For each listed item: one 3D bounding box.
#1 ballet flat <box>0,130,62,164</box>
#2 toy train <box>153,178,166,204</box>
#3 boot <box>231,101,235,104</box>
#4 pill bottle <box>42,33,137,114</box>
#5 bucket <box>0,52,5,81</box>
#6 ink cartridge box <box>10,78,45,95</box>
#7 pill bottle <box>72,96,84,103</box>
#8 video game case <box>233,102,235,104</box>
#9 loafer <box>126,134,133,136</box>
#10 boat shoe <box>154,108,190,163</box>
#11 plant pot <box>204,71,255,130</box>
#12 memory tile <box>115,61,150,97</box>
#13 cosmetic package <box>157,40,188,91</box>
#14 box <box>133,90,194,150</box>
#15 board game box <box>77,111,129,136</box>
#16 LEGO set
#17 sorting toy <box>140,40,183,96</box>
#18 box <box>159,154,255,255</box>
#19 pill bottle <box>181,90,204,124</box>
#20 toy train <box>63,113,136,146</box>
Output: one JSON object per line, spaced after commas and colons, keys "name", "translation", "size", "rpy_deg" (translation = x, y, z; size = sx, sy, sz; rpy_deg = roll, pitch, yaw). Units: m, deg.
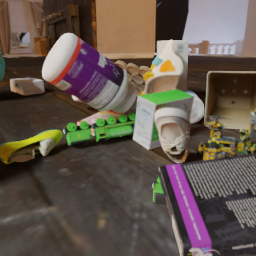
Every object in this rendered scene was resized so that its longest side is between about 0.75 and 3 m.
{"name": "ballet flat", "translation": [-2.265, 0.494, 6.782], "size": [1.632, 0.545, 0.547], "rpy_deg": [-16, 46, -34]}
{"name": "toy train", "translation": [1.289, 1.180, 4.818], "size": [1.795, 0.375, 0.506], "rpy_deg": [5, 29, 14]}
{"name": "boot", "translation": [3.780, -0.877, 10.884], "size": [0.913, 0.435, 1.180], "rpy_deg": [10, 21, 26]}
{"name": "pill bottle", "translation": [-0.912, -1.275, 7.209], "size": [2.309, 1.299, 1.299], "rpy_deg": [29, 2, -31]}
{"name": "bucket", "translation": [-6.983, -2.576, 12.286], "size": [2.895, 2.895, 1.884], "rpy_deg": [-5, 32, -14]}
{"name": "ink cartridge box", "translation": [-5.203, -2.164, 14.450], "size": [1.133, 0.664, 1.547], "rpy_deg": [-17, 23, -41]}
{"name": "pill bottle", "translation": [-1.224, -1.343, 10.955], "size": [1.731, 0.972, 0.972], "rpy_deg": [12, 9, -35]}
{"name": "video game case", "translation": [4.801, -0.704, 10.315], "size": [1.577, 0.150, 1.126], "rpy_deg": [-9, 39, -27]}
{"name": "loafer", "translation": [0.225, -0.150, 8.526], "size": [0.548, 0.533, 1.501], "rpy_deg": [12, 22, 33]}
{"name": "boat shoe", "translation": [0.941, 0.230, 5.763], "size": [0.678, 0.619, 1.883], "rpy_deg": [-2, -25, 12]}
{"name": "plant pot", "translation": [3.510, -1.034, 9.197], "size": [1.769, 1.771, 1.568], "rpy_deg": [5, 18, 18]}
{"name": "memory tile", "translation": [0.512, -1.894, 11.648], "size": [1.753, 2.287, 0.192], "rpy_deg": [20, 69, 31]}
{"name": "cosmetic package", "translation": [1.812, -2.374, 11.914], "size": [0.665, 2.576, 1.942], "rpy_deg": [-5, 18, -16]}
{"name": "box", "translation": [0.938, -0.260, 7.561], "size": [1.470, 1.297, 0.711], "rpy_deg": [-13, 31, -36]}
{"name": "board game box", "translation": [-0.722, -0.142, 8.722], "size": [1.067, 0.326, 1.408], "rpy_deg": [12, 25, 28]}
{"name": "LEGO set", "translation": [2.679, 0.172, 6.461], "size": [2.089, 1.210, 1.606], "rpy_deg": [8, 20, 24]}
{"name": "sorting toy", "translation": [1.281, -2.071, 10.196], "size": [1.194, 2.235, 2.012], "rpy_deg": [14, 61, 4]}
{"name": "box", "translation": [1.713, 1.053, 4.201], "size": [2.252, 0.407, 1.610], "rpy_deg": [-9, 30, 0]}
{"name": "pill bottle", "translation": [2.072, -0.816, 9.898], "size": [0.945, 0.945, 1.737], "rpy_deg": [1, 19, 4]}
{"name": "toy train", "translation": [-0.642, 0.047, 7.533], "size": [2.141, 0.604, 0.447], "rpy_deg": [-10, -17, -21]}
